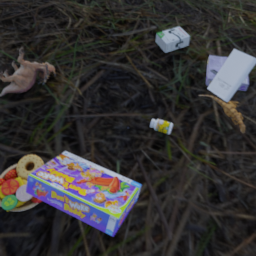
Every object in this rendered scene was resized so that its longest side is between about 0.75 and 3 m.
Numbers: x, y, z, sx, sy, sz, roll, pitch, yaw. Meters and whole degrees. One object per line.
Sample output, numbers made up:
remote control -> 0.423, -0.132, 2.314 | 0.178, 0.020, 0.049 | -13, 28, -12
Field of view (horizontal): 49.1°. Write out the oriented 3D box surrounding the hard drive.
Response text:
hard drive -> 2.957, -1.509, 8.052 | 0.181, 1.356, 0.894 | 20, 21, -32

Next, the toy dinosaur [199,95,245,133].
toy dinosaur -> 2.452, -0.487, 6.870 | 1.375, 0.415, 0.730 | 47, 28, 17

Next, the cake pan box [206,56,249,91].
cake pan box -> 4.408, -2.451, 12.393 | 1.809, 0.473, 1.666 | 9, 54, 7

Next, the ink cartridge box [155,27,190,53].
ink cartridge box -> 2.193, -4.364, 13.821 | 1.365, 0.567, 1.001 | -21, 55, -16

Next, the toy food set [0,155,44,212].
toy food set -> -3.382, 1.824, 9.026 | 1.814, 0.441, 1.796 | -28, 57, -21

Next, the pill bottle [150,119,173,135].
pill bottle -> 1.238, -0.069, 10.523 | 0.782, 0.441, 0.441 | 18, 54, 13

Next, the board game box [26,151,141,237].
board game box -> -0.922, 1.343, 6.184 | 2.093, 0.469, 1.408 | 21, 23, 14

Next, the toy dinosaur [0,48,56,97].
toy dinosaur -> -4.282, -2.123, 11.863 | 1.720, 1.089, 2.537 | 38, 74, -18
